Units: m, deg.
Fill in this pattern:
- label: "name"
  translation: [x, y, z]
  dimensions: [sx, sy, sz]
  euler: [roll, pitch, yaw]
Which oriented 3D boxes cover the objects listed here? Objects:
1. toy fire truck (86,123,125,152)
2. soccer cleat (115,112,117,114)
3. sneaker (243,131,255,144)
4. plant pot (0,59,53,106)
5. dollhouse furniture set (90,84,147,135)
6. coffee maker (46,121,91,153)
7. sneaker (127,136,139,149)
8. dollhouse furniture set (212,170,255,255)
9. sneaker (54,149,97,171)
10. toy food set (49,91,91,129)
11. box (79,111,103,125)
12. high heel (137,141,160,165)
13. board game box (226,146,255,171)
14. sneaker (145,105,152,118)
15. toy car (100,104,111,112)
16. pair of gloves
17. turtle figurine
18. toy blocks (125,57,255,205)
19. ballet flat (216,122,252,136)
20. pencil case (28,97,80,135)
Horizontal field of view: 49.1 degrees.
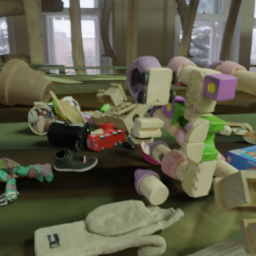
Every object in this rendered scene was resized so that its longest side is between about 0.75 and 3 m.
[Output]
- label: "toy fire truck"
  translation: [-0.810, 0.254, 9.064]
  dimensions: [1.269, 0.439, 1.800]
  euler: [11, 17, 36]
- label: "soccer cleat"
  translation: [-0.486, -0.426, 11.992]
  dimensions: [0.387, 0.434, 1.118]
  euler: [21, 0, 10]
- label: "sneaker"
  translation: [4.255, 0.327, 9.098]
  dimensions: [1.129, 0.427, 0.495]
  euler: [0, -5, -1]
- label: "plant pot"
  translation: [-5.583, -2.242, 15.602]
  dimensions: [2.298, 2.636, 2.636]
  euler: [20, 16, 2]
- label: "dollhouse furniture set"
  translation: [-0.603, -0.983, 10.409]
  dimensions: [2.097, 1.854, 1.166]
  euler: [15, 52, 44]
- label: "coffee maker"
  translation: [-1.854, 0.231, 8.500]
  dimensions: [1.158, 0.780, 1.113]
  euler: [3, 15, 14]
- label: "sneaker"
  translation: [0.320, 0.400, 8.741]
  dimensions: [0.530, 0.345, 0.918]
  euler: [-2, 13, -17]
- label: "dollhouse furniture set"
  translation: [1.556, 1.385, 2.783]
  dimensions: [1.464, 1.656, 0.920]
  euler: [7, -27, -14]
- label: "sneaker"
  translation: [-1.286, 0.755, 6.732]
  dimensions: [1.054, 0.523, 0.373]
  euler: [-4, 45, -4]
- label: "toy food set"
  translation: [-2.160, -0.478, 10.135]
  dimensions: [1.341, 0.390, 1.942]
  euler: [55, 8, 25]
- label: "box"
  translation: [-1.535, -0.467, 12.235]
  dimensions: [1.025, 0.293, 1.498]
  euler: [-7, 16, -25]
- label: "high heel"
  translation: [0.520, 0.429, 7.477]
  dimensions: [0.431, 0.614, 1.279]
  euler: [-18, 39, -13]
- label: "board game box"
  translation: [3.520, 0.906, 6.485]
  dimensions: [1.464, 0.433, 1.925]
  euler: [-7, 16, -26]
- label: "sneaker"
  translation: [0.910, -0.713, 12.148]
  dimensions: [1.887, 0.714, 0.991]
  euler: [-14, 7, 34]
- label: "toy car"
  translation: [-0.729, -0.911, 13.305]
  dimensions: [1.742, 0.388, 1.639]
  euler: [8, 6, 28]
- label: "pair of gloves"
  translation: [0.113, 1.666, 3.470]
  dimensions: [2.223, 0.458, 2.615]
  euler: [-13, 13, -26]
- label: "turtle figurine"
  translation: [-2.417, 0.997, 5.574]
  dimensions: [1.607, 0.809, 1.203]
  euler: [-4, 14, -40]
- label: "toy blocks"
  translation: [0.898, -0.184, 5.826]
  dimensions: [2.841, 2.655, 2.392]
  euler: [-4, 24, -25]
- label: "ballet flat"
  translation: [3.665, 0.058, 9.879]
  dimensions: [1.414, 0.498, 0.461]
  euler: [-3, 29, 4]
- label: "pencil case"
  translation: [-2.782, -0.570, 10.876]
  dimensions: [1.011, 1.162, 2.598]
  euler: [10, 15, 10]
